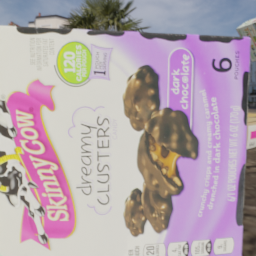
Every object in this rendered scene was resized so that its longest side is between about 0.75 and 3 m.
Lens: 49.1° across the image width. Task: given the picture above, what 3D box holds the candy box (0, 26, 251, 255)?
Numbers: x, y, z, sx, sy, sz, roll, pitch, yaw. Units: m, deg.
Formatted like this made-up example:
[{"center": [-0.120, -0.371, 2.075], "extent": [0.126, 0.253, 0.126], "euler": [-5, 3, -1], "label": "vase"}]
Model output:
[{"center": [-0.261, 0.254, 3.097], "extent": [2.869, 2.407, 1.026], "euler": [-1, 6, -10], "label": "candy box"}]

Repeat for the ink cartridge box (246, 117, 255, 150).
[{"center": [4.130, 0.132, 11.326], "extent": [2.828, 1.062, 2.329], "euler": [-5, 9, -43], "label": "ink cartridge box"}]

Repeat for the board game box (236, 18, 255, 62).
[{"center": [4.512, -2.918, 8.942], "extent": [0.585, 1.344, 1.821], "euler": [-38, 16, -12], "label": "board game box"}]
